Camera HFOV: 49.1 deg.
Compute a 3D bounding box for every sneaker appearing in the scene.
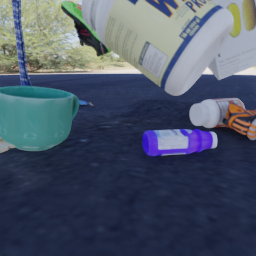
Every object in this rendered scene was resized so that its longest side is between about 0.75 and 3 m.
[{"bbox_3d":[3.598,-0.388,8.237,2.187,0.848,1.225,-12,34,-44],"label":"sneaker"},{"bbox_3d":[-1.642,-3.656,10.517,1.027,2.450,0.940,-32,24,29],"label":"sneaker"}]

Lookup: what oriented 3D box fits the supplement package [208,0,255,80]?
[{"bbox_3d":[2.908,-3.126,8.372,1.537,2.702,1.480,-22,36,7],"label":"supplement package"}]

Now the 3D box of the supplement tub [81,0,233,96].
[{"bbox_3d":[0.502,-1.961,5.345,2.431,1.762,1.762,39,25,11],"label":"supplement tub"}]

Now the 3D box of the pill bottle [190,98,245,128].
[{"bbox_3d":[2.825,-0.476,8.944,1.620,0.909,0.909,-6,15,-24],"label":"pill bottle"}]

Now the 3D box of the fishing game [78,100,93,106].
[{"bbox_3d":[-2.492,-1.161,13.278,1.563,0.243,1.119,3,12,-21],"label":"fishing game"}]

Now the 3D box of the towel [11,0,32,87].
[{"bbox_3d":[-3.619,-2.919,9.469,0.337,2.827,2.047,-7,29,-21],"label":"towel"}]

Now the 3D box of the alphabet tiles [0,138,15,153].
[{"bbox_3d":[-3.766,0.270,7.416,2.336,0.174,2.388,6,15,25],"label":"alphabet tiles"}]

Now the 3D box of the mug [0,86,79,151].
[{"bbox_3d":[-2.105,-0.226,6.891,2.128,1.316,1.748,0,16,-26],"label":"mug"}]

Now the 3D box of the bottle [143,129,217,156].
[{"bbox_3d":[1.198,0.315,6.430,1.660,0.542,0.693,-2,14,-9],"label":"bottle"}]
